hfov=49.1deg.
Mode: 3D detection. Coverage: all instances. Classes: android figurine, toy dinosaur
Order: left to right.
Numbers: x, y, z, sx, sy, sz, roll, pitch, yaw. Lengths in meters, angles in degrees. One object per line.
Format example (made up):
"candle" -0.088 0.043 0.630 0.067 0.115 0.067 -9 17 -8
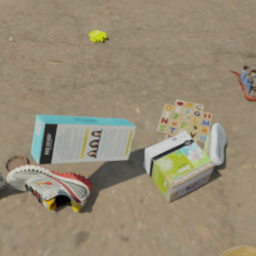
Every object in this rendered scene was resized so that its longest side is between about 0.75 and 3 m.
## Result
"android figurine" -1.731 -5.220 16.009 1.144 0.235 1.041 28 55 21
"toy dinosaur" 5.592 -2.007 13.099 1.017 1.937 1.758 27 74 -20

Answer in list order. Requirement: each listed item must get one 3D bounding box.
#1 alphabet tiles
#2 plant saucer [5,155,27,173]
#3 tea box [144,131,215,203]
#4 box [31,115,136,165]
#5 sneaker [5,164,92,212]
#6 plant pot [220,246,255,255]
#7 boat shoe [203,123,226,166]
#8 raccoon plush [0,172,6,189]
"alphabet tiles" 2.394 -0.232 11.757 2.094 0.080 2.516 13 50 12
"plant saucer" -4.118 1.363 10.336 0.775 0.134 0.775 0 50 0
"tea box" 1.695 1.317 9.685 1.728 1.154 1.700 -23 54 -19
"box" -1.231 0.336 8.226 2.915 1.199 0.716 2 19 -35
"sneaker" -2.693 1.997 9.136 2.858 1.113 1.174 8 50 7
"plant pot" 3.354 4.386 7.589 2.217 0.305 2.217 0 50 0
"boat shoe" 3.209 0.602 10.609 0.682 0.791 2.198 -26 21 36
"raccoon plush" -4.536 2.168 9.046 1.046 0.755 1.561 -7 65 46
